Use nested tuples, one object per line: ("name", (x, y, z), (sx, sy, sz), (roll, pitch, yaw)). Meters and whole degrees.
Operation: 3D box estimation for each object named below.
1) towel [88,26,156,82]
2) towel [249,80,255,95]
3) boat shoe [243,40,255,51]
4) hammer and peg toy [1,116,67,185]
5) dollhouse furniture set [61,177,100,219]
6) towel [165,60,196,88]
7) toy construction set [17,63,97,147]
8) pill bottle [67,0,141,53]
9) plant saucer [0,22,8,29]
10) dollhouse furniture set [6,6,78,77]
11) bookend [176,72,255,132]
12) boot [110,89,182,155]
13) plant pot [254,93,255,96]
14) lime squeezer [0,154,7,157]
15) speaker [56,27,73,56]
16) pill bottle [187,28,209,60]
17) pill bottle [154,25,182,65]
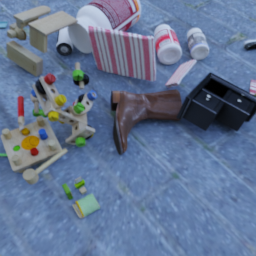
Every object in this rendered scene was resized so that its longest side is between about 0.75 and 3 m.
("towel", (-0.178, -2.578, 9.690), (2.438, 1.784, 0.365), (16, 56, 19))
("towel", (4.623, -1.396, 9.959), (0.550, 0.087, 0.763), (14, 54, 12))
("boat shoe", (5.287, -3.355, 11.294), (1.228, 0.421, 0.348), (-10, 59, 0))
("hammer and peg toy", (-2.633, 0.659, 7.985), (1.486, 0.712, 2.020), (-24, 56, -19))
("dollhouse furniture set", (-1.213, 1.787, 7.266), (0.609, 0.467, 0.930), (-28, 57, -20))
("towel", (1.754, -1.779, 9.377), (0.202, 1.347, 0.986), (37, 89, -9))
("toy construction set", (-2.038, -0.322, 8.120), (2.432, 2.028, 1.868), (-14, 67, 11))
("pill bottle", (-0.938, -4.303, 11.182), (1.687, 1.687, 2.986), (29, 57, 21))
("plant saucer", (-5.980, -4.518, 12.343), (1.291, 0.123, 0.452), (-2, 53, 0))
("dollhouse furniture set", (-3.174, -3.232, 10.221), (1.882, 1.979, 1.613), (33, 48, 12))
("bookend", (2.784, -0.569, 8.457), (1.893, 0.877, 1.905), (34, 46, 17))
("boot", (0.727, -0.257, 8.731), (2.426, 0.779, 2.261), (0, 66, -12))
("plant pot", (4.692, -0.935, 9.141), (0.985, 0.985, 0.905), (-33, 72, -23))
("lime squeezer", (-4.017, 0.634, 8.301), (1.340, 0.253, 0.473), (26, 57, 19))
("speaker", (-2.536, -3.660, 11.355), (0.639, 0.639, 1.573), (-3, 53, -3))
("pill bottle", (2.726, -3.338, 11.063), (0.706, 0.706, 1.241), (-2, 52, -1))
("pill bottle", (1.485, -3.289, 10.903), (0.899, 0.899, 1.601), (-5, 52, -3))
